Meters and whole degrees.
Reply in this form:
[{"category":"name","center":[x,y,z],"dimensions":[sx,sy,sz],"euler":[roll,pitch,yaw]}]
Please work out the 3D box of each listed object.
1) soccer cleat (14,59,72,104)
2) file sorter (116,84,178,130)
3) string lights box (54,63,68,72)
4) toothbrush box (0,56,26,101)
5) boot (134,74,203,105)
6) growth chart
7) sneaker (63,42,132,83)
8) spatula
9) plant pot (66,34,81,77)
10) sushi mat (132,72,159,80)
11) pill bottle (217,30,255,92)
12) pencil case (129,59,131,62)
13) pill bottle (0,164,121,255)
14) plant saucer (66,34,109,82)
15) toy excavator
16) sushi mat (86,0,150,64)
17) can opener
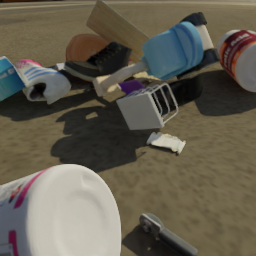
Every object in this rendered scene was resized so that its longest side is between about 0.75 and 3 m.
[{"category":"soccer cleat","center":[-2.946,-1.416,8.604],"dimensions":[2.719,0.950,1.174],"euler":[16,56,36]},{"category":"file sorter","center":[0.462,-0.500,6.515],"dimensions":[0.726,0.809,1.165],"euler":[-36,18,-32]},{"category":"string lights box","center":[-2.413,-1.955,9.730],"dimensions":[0.452,0.259,0.879],"euler":[-20,-2,-39]},{"category":"toothbrush box","center":[-3.978,-1.207,7.924],"dimensions":[1.736,0.740,1.271],"euler":[-34,39,-17]},{"category":"boot","center":[1.139,-1.360,8.779],"dimensions":[1.875,0.746,2.154],"euler":[20,30,41]},{"category":"growth chart","center":[0.864,0.309,6.355],"dimensions":[0.875,0.078,0.633],"euler":[15,31,26]},{"category":"sneaker","center":[-0.897,-2.129,8.608],"dimensions":[0.859,1.220,2.297],"euler":[36,26,34]},{"category":"spatula","center":[-0.437,-1.282,8.712],"dimensions":[2.285,0.646,0.235],"euler":[12,70,43]},{"category":"plant pot","center":[-1.752,-2.633,10.613],"dimensions":[1.383,1.383,1.238],"euler":[5,45,9]},{"category":"sushi mat","center":[0.451,-1.921,10.131],"dimensions":[0.747,0.094,1.561],"euler":[-13,37,-36]},{"category":"pill bottle","center":[4.183,-2.509,9.873],"dimensions":[1.645,1.645,2.882],"euler":[0,28,0]},{"category":"pencil case","center":[-0.185,-3.728,13.002],"dimensions":[0.920,0.920,2.081],"euler":[-1,31,-2]},{"category":"pill bottle","center":[-1.127,1.100,2.757],"dimensions":[1.931,1.095,1.095],"euler":[-20,18,30]},{"category":"plant saucer","center":[-1.280,-2.556,10.044],"dimensions":[1.863,1.863,0.301],"euler":[-15,-8,-25]},{"category":"toy excavator","center":[0.607,-1.764,7.533],"dimensions":[2.715,1.356,2.640],"euler":[-22,2,-27]},{"category":"sushi mat","center":[-0.330,-3.547,10.523],"dimensions":[2.602,1.245,0.157],"euler":[37,43,-2]},{"category":"can opener","center":[0.568,1.505,3.970],"dimensions":[0.975,0.260,0.326],"euler":[25,35,35]}]
